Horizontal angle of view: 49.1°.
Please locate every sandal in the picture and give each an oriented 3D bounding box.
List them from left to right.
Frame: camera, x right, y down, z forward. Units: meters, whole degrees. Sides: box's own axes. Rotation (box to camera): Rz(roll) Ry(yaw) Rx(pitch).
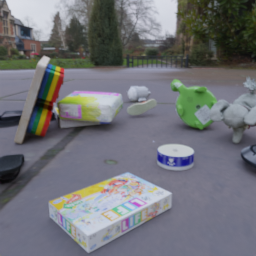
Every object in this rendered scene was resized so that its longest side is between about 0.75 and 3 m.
[{"bbox_3d":[-2.992,1.042,6.990,0.802,0.510,2.133,-3,3,-8],"label":"sandal"},{"bbox_3d":[-4.622,-0.539,12.190,2.771,0.593,1.053,-11,19,-33],"label":"sandal"}]

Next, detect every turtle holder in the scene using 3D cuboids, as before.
[{"bbox_3d":[2.531,-0.903,11.315,2.097,1.594,1.489,20,6,1],"label":"turtle holder"}]

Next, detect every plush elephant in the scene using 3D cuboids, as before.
[{"bbox_3d":[3.857,-0.330,9.401,1.749,2.259,1.860,-35,31,-27],"label":"plush elephant"}]

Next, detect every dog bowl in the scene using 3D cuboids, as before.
[{"bbox_3d":[1.310,0.805,7.800,1.011,0.398,1.011,0,16,0],"label":"dog bowl"}]

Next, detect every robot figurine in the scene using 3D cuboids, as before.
[{"bbox_3d":[0.617,-2.071,17.123,1.515,0.855,1.285,-10,52,-32],"label":"robot figurine"}]

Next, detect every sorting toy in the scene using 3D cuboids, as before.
[{"bbox_3d":[-3.160,-1.047,10.379,0.970,2.770,2.787,18,14,-18],"label":"sorting toy"}]

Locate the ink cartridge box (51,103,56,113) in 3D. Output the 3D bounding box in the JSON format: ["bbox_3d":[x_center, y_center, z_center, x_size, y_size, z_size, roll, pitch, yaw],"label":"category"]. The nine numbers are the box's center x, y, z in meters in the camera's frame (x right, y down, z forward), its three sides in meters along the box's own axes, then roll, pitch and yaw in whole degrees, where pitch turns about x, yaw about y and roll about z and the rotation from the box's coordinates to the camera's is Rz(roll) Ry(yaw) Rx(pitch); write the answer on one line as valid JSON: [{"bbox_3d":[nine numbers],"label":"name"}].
[{"bbox_3d":[-3.711,-1.068,13.326,0.380,0.995,0.679,1,16,0],"label":"ink cartridge box"}]

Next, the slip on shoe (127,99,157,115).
[{"bbox_3d":[0.632,-0.963,13.202,1.459,0.540,0.446,-22,7,-10],"label":"slip on shoe"}]

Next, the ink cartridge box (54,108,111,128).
[{"bbox_3d":[-2.087,-0.542,12.466,2.147,0.505,2.122,-7,17,-19],"label":"ink cartridge box"}]

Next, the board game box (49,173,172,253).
[{"bbox_3d":[-0.312,1.496,5.431,1.990,0.341,1.338,-14,21,-40],"label":"board game box"}]

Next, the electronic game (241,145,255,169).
[{"bbox_3d":[4.064,0.893,7.399,2.056,0.428,2.056,5,15,-1],"label":"electronic game"}]

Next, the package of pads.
[{"bbox_3d":[-1.524,-0.899,11.413,2.300,0.784,1.777,4,23,13],"label":"package of pads"}]
